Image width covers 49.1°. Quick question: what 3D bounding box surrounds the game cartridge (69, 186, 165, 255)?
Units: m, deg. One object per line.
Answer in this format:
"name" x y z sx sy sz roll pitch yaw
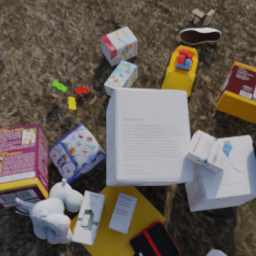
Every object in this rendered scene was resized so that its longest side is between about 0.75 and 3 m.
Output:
"game cartridge" -0.408 3.297 9.770 2.621 0.425 2.311 -42 72 -15

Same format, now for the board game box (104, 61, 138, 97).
"board game box" -0.276 -2.018 11.937 0.763 0.749 1.454 26 68 19

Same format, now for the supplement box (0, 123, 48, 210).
"supplement box" -3.818 1.283 9.840 1.702 1.341 2.599 -10 52 -3

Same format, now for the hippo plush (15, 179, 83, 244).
"hippo plush" -2.475 2.793 9.625 2.081 1.657 1.673 28 42 7

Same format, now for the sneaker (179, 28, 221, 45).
"sneaker" 3.383 -4.333 13.211 1.888 0.687 0.799 7 29 13

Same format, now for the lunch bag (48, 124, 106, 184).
"lunch bag" -1.928 1.004 10.437 1.778 1.101 1.511 -37 70 -3

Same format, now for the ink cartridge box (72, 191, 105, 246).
"ink cartridge box" -1.254 2.951 9.091 0.648 1.125 1.541 13 69 2

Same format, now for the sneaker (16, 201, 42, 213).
"sneaker" -3.364 2.681 10.000 1.503 0.563 0.749 16 59 -1

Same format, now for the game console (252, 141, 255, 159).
"game console" 3.988 1.474 8.504 1.469 0.972 1.670 24 49 -34

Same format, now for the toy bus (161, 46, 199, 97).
"toy bus" 2.266 -2.650 11.604 1.400 1.981 2.064 15 65 8

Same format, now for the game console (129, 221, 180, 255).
"game console" 0.909 3.992 9.281 1.297 0.228 1.466 -30 88 -13

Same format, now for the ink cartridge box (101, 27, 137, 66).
"ink cartridge box" -0.383 -3.653 12.573 1.367 0.993 0.989 -28 67 -12

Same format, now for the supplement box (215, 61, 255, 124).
"supplement box" 4.786 -1.446 11.443 1.734 1.168 1.758 22 66 10

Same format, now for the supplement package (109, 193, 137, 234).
"supplement package" -0.169 2.862 9.367 0.622 0.646 1.135 18 66 5

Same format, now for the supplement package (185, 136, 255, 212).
"supplement package" 3.013 1.622 9.385 1.833 2.415 1.819 -6 66 -3

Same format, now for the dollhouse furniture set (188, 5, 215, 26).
"dollhouse furniture set" 3.601 -5.540 13.632 0.986 0.655 0.865 37 71 15

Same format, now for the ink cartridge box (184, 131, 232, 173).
"ink cartridge box" 2.315 0.694 8.138 1.093 0.461 0.798 27 69 4

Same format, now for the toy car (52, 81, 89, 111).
"toy car" -2.529 -1.448 11.667 1.397 0.331 1.484 31 50 -5

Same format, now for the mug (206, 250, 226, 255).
"mug" 2.768 4.720 8.601 1.777 1.423 1.459 -35 62 -21

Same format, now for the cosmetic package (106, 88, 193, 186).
"cosmetic package" 0.541 0.436 9.379 2.378 2.376 2.882 2 76 -11
